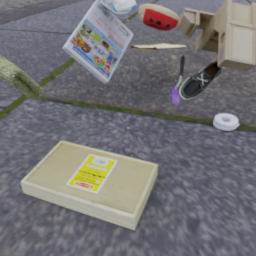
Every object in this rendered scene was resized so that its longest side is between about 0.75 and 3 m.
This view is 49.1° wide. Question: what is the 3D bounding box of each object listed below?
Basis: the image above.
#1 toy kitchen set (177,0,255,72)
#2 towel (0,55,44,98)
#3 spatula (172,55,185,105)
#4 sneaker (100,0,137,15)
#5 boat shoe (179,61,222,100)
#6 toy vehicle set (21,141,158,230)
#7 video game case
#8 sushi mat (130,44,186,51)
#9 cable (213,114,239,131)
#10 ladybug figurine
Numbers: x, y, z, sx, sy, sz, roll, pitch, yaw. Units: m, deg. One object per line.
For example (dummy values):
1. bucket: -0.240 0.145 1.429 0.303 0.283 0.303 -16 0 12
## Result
1. toy kitchen set: 2.088 -2.134 7.320 1.544 1.892 1.707 9 76 -7
2. towel: -2.156 -1.005 4.721 1.330 0.327 1.792 34 -6 -4
3. spatula: 1.455 -1.366 7.965 0.145 1.415 0.400 12 0 42
4. sneaker: -0.418 -4.350 9.386 0.657 0.693 1.716 -42 57 -18
5. boat shoe: 2.186 -1.453 8.399 1.641 0.555 0.589 -37 83 -16
6. toy vehicle set: -0.914 1.293 7.152 2.991 0.396 1.858 12 36 18
7. video game case: -0.947 -3.047 9.814 0.230 1.824 2.547 -18 41 51
8. sushi mat: 1.292 -3.333 11.535 1.244 0.157 2.600 16 24 33
9. cable: 3.311 -0.196 9.501 0.803 0.278 0.803 22 40 30
10. ladybug figurine: 0.667 -2.428 6.240 0.996 0.358 0.676 21 -1 16
